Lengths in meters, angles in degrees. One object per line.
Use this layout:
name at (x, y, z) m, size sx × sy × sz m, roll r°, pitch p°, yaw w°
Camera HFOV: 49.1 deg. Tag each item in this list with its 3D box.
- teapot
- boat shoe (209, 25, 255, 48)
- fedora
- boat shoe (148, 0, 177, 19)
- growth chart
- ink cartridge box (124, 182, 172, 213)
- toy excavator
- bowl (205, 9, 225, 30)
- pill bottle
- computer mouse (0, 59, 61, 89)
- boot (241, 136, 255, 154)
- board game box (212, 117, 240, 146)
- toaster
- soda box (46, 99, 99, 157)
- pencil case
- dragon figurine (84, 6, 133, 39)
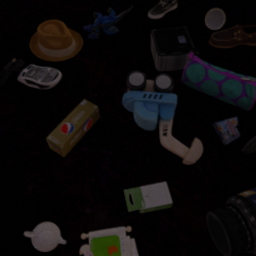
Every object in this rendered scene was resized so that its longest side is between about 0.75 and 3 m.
teapot at (-2.237, 2.956, 7.567) m, size 0.832 × 0.608 × 0.821 m, roll -29°, pitch 86°, yaw -18°
boat shoe at (4.804, -4.073, 12.153) m, size 2.463 × 0.866 × 0.867 m, roll -6°, pitch 60°, yaw -1°
fedora at (-3.126, -3.881, 11.973) m, size 2.359 × 0.962 × 2.359 m, roll 0°, pitch 57°, yaw 0°
boat shoe at (1.665, -5.864, 13.485) m, size 1.809 × 0.576 × 0.640 m, roll -38°, pitch 65°, yaw -22°
growth chart at (-0.362, 3.763, 7.448) m, size 1.656 × 0.203 × 2.288 m, roll -14°, pitch 56°, yaw -11°
ink cartridge box at (0.585, 2.122, 8.398) m, size 1.331 × 0.395 × 0.691 m, roll -10°, pitch 56°, yaw -7°
toy excavator at (1.115, -0.274, 9.582) m, size 2.769 × 1.422 × 2.848 m, roll 6°, pitch 71°, yaw 3°
bowl at (3.951, -4.985, 12.904) m, size 0.914 × 0.914 × 0.429 m, roll 0°, pitch 16°, yaw 0°
pill bottle at (3.643, 2.405, 7.531) m, size 2.771 × 1.550 × 1.550 m, roll -15°, pitch 58°, yaw -10°
computer mouse at (-3.788, -1.976, 11.002) m, size 2.628 × 0.577 × 1.441 m, roll 16°, pitch 53°, yaw 17°
boot at (4.931, 0.978, 8.955) m, size 2.083 × 0.721 × 1.813 m, roll -15°, pitch 58°, yaw -12°
board game box at (3.479, 0.030, 9.629) m, size 0.856 × 0.264 × 0.857 m, roll -29°, pitch 87°, yaw -14°
toaster at (1.824, -3.199, 11.466) m, size 1.555 × 1.020 × 1.719 m, roll -8°, pitch 58°, yaw -4°
soda box at (-1.847, -0.011, 9.615) m, size 0.645 × 0.682 × 2.014 m, roll 30°, pitch 61°, yaw 18°
pencil case at (3.385, -1.714, 10.311) m, size 2.786 × 1.287 × 1.185 m, roll 26°, pitch 55°, yaw 20°
dragon figurine at (-0.834, -4.718, 12.652) m, size 2.481 × 0.730 × 1.233 m, roll -15°, pitch 58°, yaw -9°
